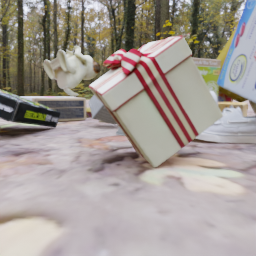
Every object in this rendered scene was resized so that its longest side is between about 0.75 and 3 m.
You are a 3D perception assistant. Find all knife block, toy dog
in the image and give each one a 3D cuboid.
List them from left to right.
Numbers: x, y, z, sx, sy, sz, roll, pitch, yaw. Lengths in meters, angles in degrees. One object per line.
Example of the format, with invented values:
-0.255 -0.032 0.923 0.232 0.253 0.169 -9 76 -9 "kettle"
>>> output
-2.185 -2.567 12.270 1.484 2.063 2.127 -28 1 41 "toy dog"
3.874 -0.512 9.866 2.109 0.769 2.402 -3 8 -18 "knife block"

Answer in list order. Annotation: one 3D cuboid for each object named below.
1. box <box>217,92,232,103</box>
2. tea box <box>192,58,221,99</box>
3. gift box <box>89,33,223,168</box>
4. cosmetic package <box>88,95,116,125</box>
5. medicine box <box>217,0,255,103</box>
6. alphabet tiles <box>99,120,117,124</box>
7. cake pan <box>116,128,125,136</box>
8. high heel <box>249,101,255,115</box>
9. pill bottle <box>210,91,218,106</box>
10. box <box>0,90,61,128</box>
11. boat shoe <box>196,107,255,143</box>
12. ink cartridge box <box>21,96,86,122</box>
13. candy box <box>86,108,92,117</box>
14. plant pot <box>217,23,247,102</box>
3.401 -1.038 12.498 1.264 1.166 2.463 -2 7 -12 "box"
1.955 -1.416 10.512 2.386 2.348 1.595 -4 11 -25 "tea box"
0.404 -0.622 4.588 1.706 1.593 1.575 -39 20 -9 "gift box"
-0.318 -1.046 8.830 0.993 0.838 1.859 16 -48 -38 "cosmetic package"
3.552 -1.733 6.218 1.426 2.523 2.770 12 18 -11 "medicine box"
0.018 -0.326 11.235 1.873 0.071 2.250 6 9 40 "alphabet tiles"
0.277 0.039 7.733 1.219 0.224 1.219 0 7 0 "cake pan"
5.897 -0.662 9.941 2.103 1.054 2.951 -2 18 -12 "high heel"
1.515 -0.538 8.262 1.991 1.120 1.120 0 7 2 "pill bottle"
-3.593 -0.745 7.843 2.641 0.628 2.551 20 -2 8 "box"
2.465 -0.077 6.370 2.280 0.781 0.821 3 7 18 "boat shoe"
-3.241 -0.828 11.674 2.115 0.964 2.568 -4 9 -35 "ink cartridge box"
-1.882 -0.712 12.863 0.816 0.230 0.476 3 -28 14 "candy box"
4.468 -2.302 10.864 2.118 2.181 2.132 31 -29 8 "plant pot"
